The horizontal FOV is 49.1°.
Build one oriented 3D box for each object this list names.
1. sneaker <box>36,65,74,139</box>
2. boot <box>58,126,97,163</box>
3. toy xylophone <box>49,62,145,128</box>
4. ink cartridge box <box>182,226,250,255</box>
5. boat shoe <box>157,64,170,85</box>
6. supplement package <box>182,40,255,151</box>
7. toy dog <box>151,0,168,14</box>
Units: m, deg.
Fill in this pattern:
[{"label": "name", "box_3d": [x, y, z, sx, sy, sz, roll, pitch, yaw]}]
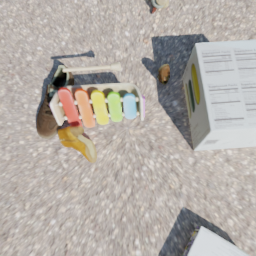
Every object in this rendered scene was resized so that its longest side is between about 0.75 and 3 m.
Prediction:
[{"label": "sneaker", "box_3d": [-2.333, -0.865, 8.587, 0.824, 0.884, 2.341, 11, 71, 4]}, {"label": "boot", "box_3d": [-1.521, 0.518, 8.326, 0.442, 0.900, 1.257, -46, 118, -51]}, {"label": "toy xylophone", "box_3d": [-0.896, -0.829, 7.933, 2.729, 1.998, 0.686, -9, 51, 9]}, {"label": "ink cartridge box", "box_3d": [1.834, 3.993, 7.071, 1.401, 0.647, 2.572, 30, 75, 10]}, {"label": "boat shoe", "box_3d": [1.167, -1.673, 8.770, 0.375, 1.042, 0.354, -29, 80, 0]}, {"label": "supplement package", "box_3d": [2.817, -0.850, 8.021, 1.919, 1.933, 2.547, -4, 71, -1]}, {"label": "toy dog", "box_3d": [0.790, -4.710, 10.008, 0.720, 0.986, 1.495, -44, 65, 19]}]
